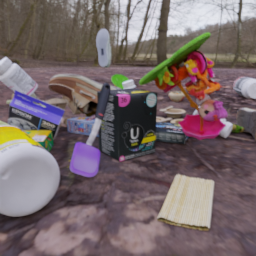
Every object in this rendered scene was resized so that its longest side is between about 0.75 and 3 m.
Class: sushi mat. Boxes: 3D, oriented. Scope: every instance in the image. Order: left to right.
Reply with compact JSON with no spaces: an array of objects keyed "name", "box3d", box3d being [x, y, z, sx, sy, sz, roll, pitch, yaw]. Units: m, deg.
[{"name":"sushi mat","box3d":[1.168,1.353,5.373,0.863,0.109,1.804,6,16,18]}]

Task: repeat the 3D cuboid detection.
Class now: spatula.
[{"name":"spatula","box3d":[-0.767,-0.027,6.651,0.683,2.415,0.248,24,-22,-25]}]

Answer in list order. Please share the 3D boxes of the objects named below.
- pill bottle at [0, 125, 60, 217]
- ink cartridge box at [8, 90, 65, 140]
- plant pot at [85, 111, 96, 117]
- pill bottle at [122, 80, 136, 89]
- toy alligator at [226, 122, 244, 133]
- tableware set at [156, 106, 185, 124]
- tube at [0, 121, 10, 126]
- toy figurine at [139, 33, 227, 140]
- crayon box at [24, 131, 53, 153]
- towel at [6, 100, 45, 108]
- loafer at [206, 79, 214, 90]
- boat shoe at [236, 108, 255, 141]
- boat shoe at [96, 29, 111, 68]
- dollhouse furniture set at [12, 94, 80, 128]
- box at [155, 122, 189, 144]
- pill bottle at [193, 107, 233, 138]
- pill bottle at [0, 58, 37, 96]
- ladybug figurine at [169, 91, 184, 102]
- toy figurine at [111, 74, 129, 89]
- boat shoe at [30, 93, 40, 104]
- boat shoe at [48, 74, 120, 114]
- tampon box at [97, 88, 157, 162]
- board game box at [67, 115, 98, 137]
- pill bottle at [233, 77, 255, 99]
[{"name":"pill bottle","box3d":[-2.336,0.688,5.581,1.266,1.266,2.317,-10,19,-33]},{"name":"ink cartridge box","box3d":[-2.751,-0.302,8.294,1.485,1.499,0.325,22,52,-11]},{"name":"plant pot","box3d":[-1.137,-0.736,10.879,0.947,0.947,0.672,3,55,12]},{"name":"pill bottle","box3d":[0.126,-1.567,12.538,0.601,1.052,0.601,-17,16,5]},{"name":"toy alligator","box3d":[3.718,0.003,9.958,0.391,0.283,1.180,15,8,-7]},{"name":"tableware set","box3d":[1.996,-0.376,11.173,2.946,0.342,2.461,13,20,40]},{"name":"tube","box3d":[-4.337,-0.103,9.096,1.258,0.365,0.327,28,2,-19]},{"name":"toy figurine","box3d":[1.802,-0.822,7.278,1.899,2.328,2.529,-32,0,-24]},{"name":"crayon box","box3d":[-3.099,0.451,7.849,1.764,0.514,1.048,-1,15,-3]},{"name":"towel","box3d":[-4.387,-1.064,12.969,2.002,0.365,1.485,11,13,-3]},{"name":"loafer","box3d":[5.323,-2.848,18.982,0.953,0.951,2.725,6,17,22]},{"name":"boat shoe","box3d":[4.493,-0.120,9.055,0.990,1.044,2.757,1,17,-3]},{"name":"boat shoe","box3d":[-0.708,-2.337,8.317,0.409,1.113,0.364,3,2,16]},{"name":"dollhouse furniture set","box3d":[-2.937,-0.726,10.091,2.321,1.203,1.028,-11,50,-42]},{"name":"box","box3d":[1.245,0.125,9.300,1.558,0.358,1.239,6,15,22]},{"name":"pill bottle","box3d":[2.801,-0.169,9.351,1.240,0.689,0.689,32,31,30]},{"name":"pill bottle","box3d":[-3.385,-1.479,8.403,0.676,1.193,0.676,-27,36,21]},{"name":"ladybug figurine","box3d":[2.785,-1.788,16.021,0.916,0.485,1.349,5,16,18]},{"name":"toy figurine","box3d":[-0.569,-1.979,15.508,1.098,1.346,1.463,5,50,-22]},{"name":"boat shoe","box3d":[-3.541,-1.041,10.666,0.313,0.879,0.275,-6,39,9]},{"name":"boat shoe","box3d":[-1.444,-1.048,9.627,2.926,1.050,1.108,15,-20,10]},{"name":"tampon box","box3d":[-0.030,-0.153,7.740,1.298,1.732,1.093,-11,19,-35]},{"name":"board game box","box3d":[-1.235,-0.141,10.012,1.651,0.510,1.652,4,16,12]},{"name":"pill bottle","box3d":[7.305,-2.411,16.973,1.193,1.193,2.060,0,16,0]}]
